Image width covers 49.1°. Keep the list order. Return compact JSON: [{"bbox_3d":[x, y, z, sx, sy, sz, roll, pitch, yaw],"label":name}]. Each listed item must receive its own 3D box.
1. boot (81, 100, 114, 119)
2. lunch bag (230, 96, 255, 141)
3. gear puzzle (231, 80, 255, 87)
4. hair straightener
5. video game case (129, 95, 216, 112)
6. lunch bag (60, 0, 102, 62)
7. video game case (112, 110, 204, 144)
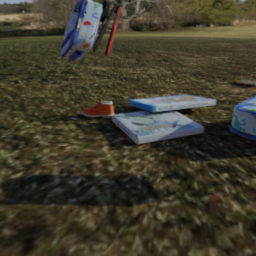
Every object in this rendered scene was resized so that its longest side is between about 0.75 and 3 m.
[{"bbox_3d":[-0.989,-0.628,9.010,1.063,0.570,0.399,0,24,5],"label":"boot"},{"bbox_3d":[3.956,-0.277,7.652,1.772,0.909,2.205,21,30,40],"label":"lunch bag"},{"bbox_3d":[5.500,-2.106,13.244,0.685,0.173,1.322,-21,27,-38],"label":"gear puzzle"},{"bbox_3d":[-0.926,-4.315,11.094,1.123,2.917,0.597,18,-8,-12],"label":"hair straightener"},{"bbox_3d":[1.483,-0.877,9.658,2.444,0.218,1.749,-8,15,-23],"label":"video game case"},{"bbox_3d":[-1.551,-2.992,8.837,0.810,1.718,2.144,17,-6,-21],"label":"lunch bag"},{"bbox_3d":[0.801,-0.130,8.195,2.063,0.227,1.880,-9,24,-21],"label":"video game case"}]
